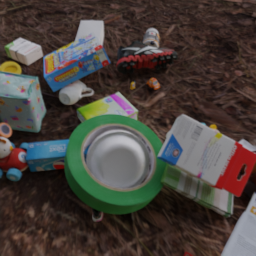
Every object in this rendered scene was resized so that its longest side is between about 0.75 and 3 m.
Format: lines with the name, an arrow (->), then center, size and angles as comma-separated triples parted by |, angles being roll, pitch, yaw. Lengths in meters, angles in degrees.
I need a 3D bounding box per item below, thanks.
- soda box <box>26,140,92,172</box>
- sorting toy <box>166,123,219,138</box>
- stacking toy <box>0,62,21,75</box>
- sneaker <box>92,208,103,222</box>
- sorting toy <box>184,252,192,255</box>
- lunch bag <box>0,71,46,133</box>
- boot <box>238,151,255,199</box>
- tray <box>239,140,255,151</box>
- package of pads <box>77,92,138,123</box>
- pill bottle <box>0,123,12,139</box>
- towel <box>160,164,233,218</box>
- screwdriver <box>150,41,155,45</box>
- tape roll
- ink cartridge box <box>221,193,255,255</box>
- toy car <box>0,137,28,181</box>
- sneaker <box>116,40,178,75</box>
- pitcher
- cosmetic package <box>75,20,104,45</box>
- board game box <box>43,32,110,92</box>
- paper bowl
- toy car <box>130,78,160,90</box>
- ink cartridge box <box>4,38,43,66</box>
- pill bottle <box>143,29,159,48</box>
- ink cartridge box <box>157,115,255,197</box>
soda box -> -2.102, 0.848, 8.880 | 2.039, 0.654, 0.692 | -5, 47, -4
sorting toy -> 2.090, 0.271, 9.484 | 1.572, 0.840, 1.415 | -36, 39, -29
stacking toy -> -4.919, -1.418, 11.205 | 2.038, 0.861, 1.845 | -37, 84, -25
sneaker -> -0.834, 2.109, 7.864 | 0.384, 0.412, 0.955 | -4, 46, -6
sorting toy -> 1.953, 3.793, 6.266 | 2.249, 0.380, 1.084 | 22, 50, 26
lunch bag -> -4.149, -0.874, 9.552 | 2.218, 1.889, 1.352 | 6, 53, -2
boot -> 3.896, 0.560, 7.879 | 0.834, 2.436, 2.293 | 15, 37, -47
tray -> 4.053, 0.922, 9.170 | 0.662, 0.137, 1.232 | -28, 53, -25
package of pads -> -0.709, -0.424, 10.102 | 1.847, 0.630, 1.427 | -26, 50, -21
pill bottle -> -4.394, 0.278, 8.998 | 1.371, 0.728, 0.728 | -20, 41, 25
towel -> 2.066, 1.486, 8.133 | 2.122, 0.326, 1.583 | 26, 46, 0
screwdriver -> 1.036, -3.604, 11.872 | 0.206, 0.198, 1.417 | -30, 11, 12
tape roll -> -0.333, 0.961, 8.188 | 2.979, 0.716, 2.979 | 9, 52, -12
ink cartridge box -> 3.389, 3.195, 5.942 | 2.677, 0.590, 2.726 | 29, 58, 24
toy car -> -3.717, 0.722, 8.522 | 1.197, 1.353, 1.247 | 4, 47, 4
sneaker -> 0.778, -3.247, 12.327 | 2.802, 0.990, 1.369 | -10, 69, -8
pitcher -> -2.027, -1.354, 10.960 | 1.048, 0.740, 1.221 | 21, 38, 11
cosmetic package -> -1.828, -4.288, 13.531 | 1.161, 0.915, 2.157 | 2, 46, 2
board game box -> -2.160, -2.739, 11.300 | 2.428, 0.693, 2.479 | -27, 35, 0
paper bowl -> -0.281, 0.976, 7.917 | 1.788, 1.788, 0.930 | -9, 6, -9
toy car -> 0.709, -1.768, 11.529 | 1.176, 0.391, 0.577 | -17, 49, -16
ink cartridge box -> -4.860, -3.568, 13.088 | 1.372, 0.576, 0.998 | 26, 52, 22
pill bottle -> 1.105, -4.190, 13.535 | 0.794, 0.794, 1.365 | 6, 47, 5
ink cartridge box -> 2.118, 0.765, 7.623 | 2.289, 0.770, 1.330 | 28, 82, 2
